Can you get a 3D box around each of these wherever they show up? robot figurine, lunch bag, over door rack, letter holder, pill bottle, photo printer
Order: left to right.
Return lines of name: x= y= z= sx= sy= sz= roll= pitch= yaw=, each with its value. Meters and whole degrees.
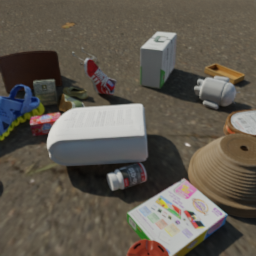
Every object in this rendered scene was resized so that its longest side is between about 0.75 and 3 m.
letter holder: x=-4.148 y=-2.632 z=11.956 sx=2.338 sy=1.662 sz=1.176 roll=-10 pitch=38 yaw=-13
lunch bag: x=-3.199 y=-1.394 z=10.861 sx=0.799 sy=0.974 sz=0.573 roll=-8 pitch=37 yaw=-11
over door rack: x=-2.230 y=-3.576 z=14.270 sx=1.037 sy=0.345 sz=0.766 roll=38 pitch=48 yaw=13
photo printer: x=-0.895 y=0.157 z=8.448 sx=2.892 sy=1.004 sz=2.406 roll=-4 pitch=27 yaw=2
pill bottle: x=-0.042 y=1.325 z=7.539 sx=0.968 sy=0.551 sz=0.551 roll=-16 pitch=39 yaw=-20
robot figurine: x=3.436 y=-1.395 z=10.891 sx=1.636 sy=0.924 sz=1.388 roll=21 pitch=81 yaw=26

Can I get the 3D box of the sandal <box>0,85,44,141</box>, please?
sandal: x=-4.191 y=-0.540 z=9.501 sx=1.151 sy=1.260 sz=2.895 roll=20 pitch=43 yaw=22

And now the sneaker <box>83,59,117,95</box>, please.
sneaker: x=-1.052 y=-1.971 z=10.995 sx=0.970 sy=1.725 sz=0.615 roll=18 pitch=62 yaw=31

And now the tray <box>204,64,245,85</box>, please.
tray: x=4.422 y=-2.494 z=12.931 sx=0.797 sy=0.299 sz=1.615 roll=-26 pitch=43 yaw=-30

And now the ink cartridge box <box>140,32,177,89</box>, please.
ink cartridge box: x=1.380 y=-3.078 z=12.519 sx=0.995 sy=1.728 sz=2.368 roll=12 pitch=37 yaw=18

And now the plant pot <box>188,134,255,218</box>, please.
plant pot: x=2.963 y=0.988 z=7.482 sx=2.556 sy=1.180 sz=2.556 roll=-1 pitch=37 yaw=1

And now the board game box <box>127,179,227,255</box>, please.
board game box: x=1.137 y=2.132 z=6.587 sx=1.873 sy=0.378 sz=1.433 roll=-23 pitch=42 yaw=-28

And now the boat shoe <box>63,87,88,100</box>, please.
boat shoe: x=-2.183 y=-1.510 z=11.519 sx=1.195 sy=0.376 sz=0.436 roll=22 pitch=42 yaw=27

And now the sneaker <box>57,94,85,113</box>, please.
sneaker: x=-2.060 y=-0.783 z=10.455 sx=0.789 sy=0.589 sz=1.757 roll=17 pitch=9 yaw=-32

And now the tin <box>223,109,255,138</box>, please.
tin: x=4.629 y=-0.059 z=9.468 sx=2.736 sy=0.573 sz=1.532 roll=-7 pitch=41 yaw=-10

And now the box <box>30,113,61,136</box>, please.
box: x=-2.784 y=-0.125 z=9.548 sx=1.021 sy=0.487 sz=0.509 roll=-9 pitch=38 yaw=-12

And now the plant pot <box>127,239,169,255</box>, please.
plant pot: x=0.351 y=2.721 z=5.247 sx=1.061 sy=1.032 sz=1.061 roll=0 pitch=36 yaw=0
